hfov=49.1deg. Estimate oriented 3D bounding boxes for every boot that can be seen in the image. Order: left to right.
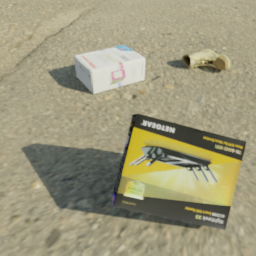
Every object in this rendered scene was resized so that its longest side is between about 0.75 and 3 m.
[{"bbox_3d":[3.462,-2.968,12.546,1.474,0.690,1.896,-14,38,-19],"label":"boot"}]

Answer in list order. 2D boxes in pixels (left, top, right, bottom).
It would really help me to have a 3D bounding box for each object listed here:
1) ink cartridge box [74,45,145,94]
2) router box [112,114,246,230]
[{"bbox_3d":[-0.785,-2.483,11.617,2.444,1.034,1.766,-18,41,-25],"label":"ink cartridge box"},{"bbox_3d":[1.062,0.921,5.996,2.462,1.936,0.643,13,-1,-7],"label":"router box"}]
